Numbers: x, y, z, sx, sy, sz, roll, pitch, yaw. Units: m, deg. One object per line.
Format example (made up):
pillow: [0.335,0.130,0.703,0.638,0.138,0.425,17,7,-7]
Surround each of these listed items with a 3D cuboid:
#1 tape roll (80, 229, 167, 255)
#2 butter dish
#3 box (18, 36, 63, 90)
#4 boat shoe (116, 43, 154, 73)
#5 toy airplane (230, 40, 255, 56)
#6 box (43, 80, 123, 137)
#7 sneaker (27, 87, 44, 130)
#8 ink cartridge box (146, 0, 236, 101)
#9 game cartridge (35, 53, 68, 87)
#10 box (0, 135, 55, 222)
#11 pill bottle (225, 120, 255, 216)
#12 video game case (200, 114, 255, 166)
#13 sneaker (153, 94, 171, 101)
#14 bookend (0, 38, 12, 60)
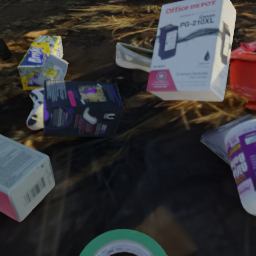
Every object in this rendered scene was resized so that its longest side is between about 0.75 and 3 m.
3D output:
tape roll: [-0.085,2.563,4.727,1.666,0.400,1.666,0,40,0]
butter dish: [3.986,-1.362,8.563,2.189,1.618,2.183,10,12,15]
box: [-3.175,-2.503,10.455,0.972,0.892,2.774,0,39,-1]
boat shoe: [0.777,-2.718,10.758,2.605,0.835,0.960,12,41,14]
toy airplane: [4.492,-2.740,10.366,1.332,0.245,1.332,-5,65,10]
box: [-1.248,-0.495,7.435,1.921,1.174,1.019,1,47,-20]
sneaker: [-2.673,-0.673,8.498,1.122,0.688,1.724,4,58,37]
ink cartridge box: [1.789,-2.181,7.939,1.923,2.657,1.121,6,-8,38]
game cartridge: [-2.455,-1.783,9.148,0.732,1.098,0.222,26,1,-31]
box: [-2.728,0.998,6.137,1.827,0.996,1.168,19,43,22]
pill bottle: [2.817,1.019,5.682,1.234,1.234,2.198,-2,56,-3]
video game case: [3.472,0.691,7.116,1.915,0.254,2.680,-21,45,-23]
sneaker: [1.425,-1.264,9.337,1.404,0.548,0.598,-10,31,-24]
bookend: [-5.184,-3.108,11.517,0.375,0.809,0.814,-32,5,-33]
